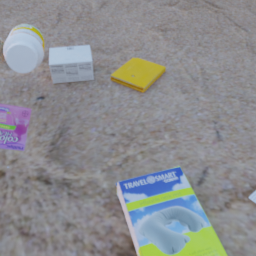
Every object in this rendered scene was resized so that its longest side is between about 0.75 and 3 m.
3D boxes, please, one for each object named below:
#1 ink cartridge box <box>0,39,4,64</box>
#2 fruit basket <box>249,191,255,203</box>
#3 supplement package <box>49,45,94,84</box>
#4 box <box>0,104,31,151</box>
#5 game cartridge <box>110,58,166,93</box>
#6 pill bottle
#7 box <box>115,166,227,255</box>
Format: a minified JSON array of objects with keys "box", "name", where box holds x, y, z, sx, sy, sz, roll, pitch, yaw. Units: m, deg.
[{"box":[-4.100,-2.422,8.625,0.361,0.858,0.626,10,80,-5],"name":"ink cartridge box"},{"box":[4.128,1.785,6.972,1.462,0.740,1.578,-29,48,-26],"name":"fruit basket"},{"box":[-2.272,-2.566,11.261,1.632,0.905,1.271,-6,45,-8],"name":"supplement package"},{"box":[-2.267,-0.028,5.213,0.714,0.812,0.392,11,1,-32],"name":"box"},{"box":[0.428,-2.203,11.379,1.595,0.293,1.809,25,47,23],"name":"game cartridge"},{"box":[-3.174,-2.408,8.598,1.130,1.130,2.034,-9,33,-9],"name":"pill bottle"},{"box":[0.870,2.132,6.647,1.775,0.694,2.911,-11,46,-13],"name":"box"}]
